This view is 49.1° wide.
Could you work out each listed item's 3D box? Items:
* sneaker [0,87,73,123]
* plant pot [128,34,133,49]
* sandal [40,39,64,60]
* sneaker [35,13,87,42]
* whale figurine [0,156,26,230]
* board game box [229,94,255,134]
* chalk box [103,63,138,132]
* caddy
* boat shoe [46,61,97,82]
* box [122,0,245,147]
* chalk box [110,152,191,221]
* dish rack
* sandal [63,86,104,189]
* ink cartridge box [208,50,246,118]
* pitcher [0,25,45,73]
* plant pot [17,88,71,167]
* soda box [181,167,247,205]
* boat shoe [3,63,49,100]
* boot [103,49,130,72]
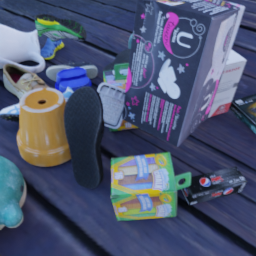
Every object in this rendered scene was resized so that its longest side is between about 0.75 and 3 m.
[{"bbox_3d":[-2.843,-0.712,8.959,2.420,0.870,0.877,-12,75,-6],"label":"sneaker"},{"bbox_3d":[1.598,-3.392,10.883,2.706,2.706,2.651,34,60,30],"label":"plant pot"},{"bbox_3d":[-3.441,-3.599,12.292,0.668,0.731,1.680,12,47,9],"label":"sandal"},{"bbox_3d":[-2.326,-3.382,9.799,1.862,0.793,0.727,18,41,6],"label":"sneaker"},{"bbox_3d":[-3.480,1.788,6.125,2.274,1.483,2.859,6,45,6],"label":"whale figurine"},{"bbox_3d":[5.058,-0.574,9.382,2.712,0.382,1.834,-15,46,-16],"label":"board game box"},{"bbox_3d":[-0.092,-1.046,8.688,1.225,1.963,1.217,-8,43,-8],"label":"chalk box"},{"bbox_3d":[-2.011,-1.636,10.280,1.327,0.697,0.938,-14,65,-17],"label":"caddy"},{"bbox_3d":[-2.178,-2.193,10.852,1.946,0.726,0.606,-9,42,-18],"label":"boat shoe"},{"bbox_3d":[1.173,-1.350,6.307,1.629,2.839,1.876,29,40,25],"label":"box"},{"bbox_3d":[0.578,1.395,6.648,1.844,1.147,1.142,-6,44,5],"label":"chalk box"},{"bbox_3d":[-0.512,-0.591,7.533,0.932,1.086,0.236,20,5,-19],"label":"dish rack"},{"bbox_3d":[-1.026,0.225,7.025,1.009,2.685,0.643,10,24,17],"label":"sandal"},{"bbox_3d":[2.630,-1.350,8.949,1.509,2.055,0.852,-16,47,-18],"label":"ink cartridge box"},{"bbox_3d":[-4.896,-3.014,11.038,2.975,1.803,2.552,-6,47,-23],"label":"pitcher"},{"bbox_3d":[-2.304,-0.134,7.924,1.823,1.669,1.823,1,41,-1],"label":"plant pot"},{"bbox_3d":[2.179,1.472,7.175,1.533,0.486,0.543,-10,44,-11],"label":"soda box"},{"bbox_3d":[-3.548,-1.487,9.932,2.763,0.917,1.023,27,49,24],"label":"boat shoe"},{"bbox_3d":[0.014,-2.228,9.708,1.694,0.591,1.115,-17,-3,43],"label":"boot"}]
